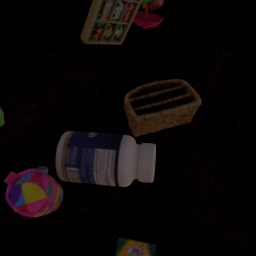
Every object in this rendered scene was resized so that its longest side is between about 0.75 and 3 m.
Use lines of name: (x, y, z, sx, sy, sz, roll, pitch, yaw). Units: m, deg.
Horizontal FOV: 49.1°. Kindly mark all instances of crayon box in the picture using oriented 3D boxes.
crayon box: (0.194, 3.403, 7.609, 1.026, 0.299, 0.609, 10, 71, 4)

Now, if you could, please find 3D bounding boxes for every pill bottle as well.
pill bottle: (-0.461, 0.728, 6.510, 2.142, 1.189, 1.189, 4, 70, 8)

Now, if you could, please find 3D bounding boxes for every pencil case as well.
pencil case: (-1.897, 1.381, 5.944, 0.950, 2.149, 0.950, 2, 72, -8)

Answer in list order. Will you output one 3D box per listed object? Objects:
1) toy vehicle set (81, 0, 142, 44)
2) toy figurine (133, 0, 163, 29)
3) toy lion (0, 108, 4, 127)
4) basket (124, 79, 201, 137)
toy vehicle set: (-0.269, -2.403, 5.651, 0.990, 1.594, 0.211, -13, 60, -38)
toy figurine: (0.555, -3.442, 7.239, 1.407, 1.725, 1.874, 33, 83, 16)
toy lion: (-3.222, -0.752, 5.807, 1.751, 1.827, 0.627, 52, 50, -9)
basket: (0.932, -0.812, 8.453, 2.052, 1.529, 1.465, -15, 71, -4)
